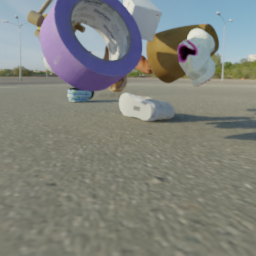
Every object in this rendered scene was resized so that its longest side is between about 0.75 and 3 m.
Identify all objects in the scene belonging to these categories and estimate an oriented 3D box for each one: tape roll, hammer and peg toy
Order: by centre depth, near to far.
[{"bbox_3d":[-0.978,-2.440,7.788,2.661,2.661,1.131,-8,-10,-37],"label":"tape roll"},{"bbox_3d":[-2.201,-3.285,9.003,0.806,1.682,2.287,34,-3,5],"label":"hammer and peg toy"}]

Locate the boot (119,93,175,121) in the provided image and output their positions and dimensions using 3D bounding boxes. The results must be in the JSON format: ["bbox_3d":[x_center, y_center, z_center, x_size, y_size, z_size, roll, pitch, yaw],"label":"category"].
[{"bbox_3d":[0.799,-0.890,12.718,1.404,1.080,2.938,1,17,-31],"label":"boot"}]

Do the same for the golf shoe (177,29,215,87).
[{"bbox_3d":[2.051,-2.460,8.667,1.155,2.524,0.951,34,-48,-29],"label":"golf shoe"}]

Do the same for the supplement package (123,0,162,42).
[{"bbox_3d":[0.379,-4.033,10.153,1.051,1.047,1.792,8,34,-19],"label":"supplement package"}]

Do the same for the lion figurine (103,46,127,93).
[{"bbox_3d":[-1.214,-2.059,9.970,2.646,1.620,0.959,4,-9,23],"label":"lion figurine"}]

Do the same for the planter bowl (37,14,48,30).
[{"bbox_3d":[-3.412,-4.351,11.504,1.088,0.453,1.088,-21,40,18],"label":"planter bowl"}]

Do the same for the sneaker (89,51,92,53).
[{"bbox_3d":[-1.448,-2.203,9.248,0.451,0.374,0.945,6,54,10],"label":"sneaker"}]

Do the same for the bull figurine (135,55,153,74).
[{"bbox_3d":[0.452,-3.445,13.989,2.273,0.740,1.380,33,59,12],"label":"bull figurine"}]

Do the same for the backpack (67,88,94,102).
[{"bbox_3d":[-3.440,-2.333,19.492,1.359,1.281,1.666,19,3,31],"label":"backpack"}]

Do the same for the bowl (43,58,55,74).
[{"bbox_3d":[-2.935,-2.643,10.956,0.508,1.130,1.130,4,12,24],"label":"bowl"}]

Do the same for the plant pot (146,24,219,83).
[{"bbox_3d":[2.282,-3.117,11.061,2.320,2.162,2.162,-13,-1,43],"label":"plant pot"}]
